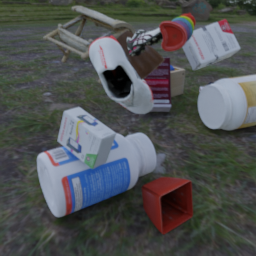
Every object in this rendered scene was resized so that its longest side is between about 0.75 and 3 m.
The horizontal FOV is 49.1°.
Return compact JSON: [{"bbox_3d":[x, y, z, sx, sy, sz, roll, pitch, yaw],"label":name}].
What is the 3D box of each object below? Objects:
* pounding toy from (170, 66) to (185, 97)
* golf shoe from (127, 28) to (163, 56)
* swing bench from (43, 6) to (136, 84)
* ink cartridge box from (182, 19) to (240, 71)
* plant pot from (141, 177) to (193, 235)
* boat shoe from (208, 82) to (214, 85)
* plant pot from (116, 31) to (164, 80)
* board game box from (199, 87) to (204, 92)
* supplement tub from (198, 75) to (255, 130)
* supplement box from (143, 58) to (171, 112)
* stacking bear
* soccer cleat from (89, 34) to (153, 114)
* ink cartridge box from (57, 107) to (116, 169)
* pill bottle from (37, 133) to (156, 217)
[{"bbox_3d":[1.172,-2.749,14.630,2.408,1.860,2.616,-19,32,-34],"label":"pounding toy"},{"bbox_3d":[0.488,-2.544,7.866,1.349,0.594,0.521,-23,-5,34],"label":"golf shoe"},{"bbox_3d":[-1.436,-3.553,11.100,2.517,1.642,2.530,31,78,31],"label":"swing bench"},{"bbox_3d":[3.139,-3.191,10.841,1.828,1.319,0.766,-23,-5,-13],"label":"ink cartridge box"},{"bbox_3d":[0.872,1.731,6.722,1.000,1.001,0.882,-18,20,-32],"label":"plant pot"},{"bbox_3d":[4.635,-1.349,12.661,2.486,0.853,1.046,21,35,17],"label":"boat shoe"},{"bbox_3d":[0.194,-2.447,9.459,1.436,1.536,1.436,-39,10,8],"label":"plant pot"},{"bbox_3d":[4.383,-1.698,14.267,1.085,0.298,1.719,0,26,-1],"label":"board game box"},{"bbox_3d":[4.352,-0.994,10.930,2.760,1.993,1.993,-10,28,-19],"label":"supplement tub"},{"bbox_3d":[1.237,-1.947,12.591,1.293,2.376,0.723,1,-14,1],"label":"supplement box"},{"bbox_3d":[1.297,-2.428,6.837,0.661,0.706,1.162,8,40,28],"label":"stacking bear"},{"bbox_3d":[-0.062,-0.915,6.571,0.949,2.767,1.178,-20,54,13],"label":"soccer cleat"},{"bbox_3d":[-0.930,0.204,6.086,1.149,0.835,0.503,36,32,25],"label":"ink cartridge box"},{"bbox_3d":[-0.733,1.048,7.277,2.855,1.602,1.602,-15,30,-28],"label":"pill bottle"}]
